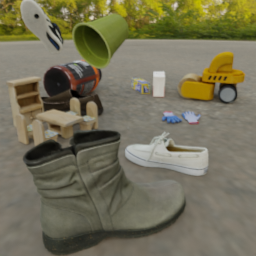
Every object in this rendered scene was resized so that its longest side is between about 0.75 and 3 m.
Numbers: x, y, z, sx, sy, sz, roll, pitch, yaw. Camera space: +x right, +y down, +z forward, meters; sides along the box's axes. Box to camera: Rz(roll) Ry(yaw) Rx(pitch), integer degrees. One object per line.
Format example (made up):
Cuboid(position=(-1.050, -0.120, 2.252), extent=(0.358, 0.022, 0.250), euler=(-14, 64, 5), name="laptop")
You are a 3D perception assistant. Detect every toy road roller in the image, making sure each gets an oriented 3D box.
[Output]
Cuboid(position=(3.497, -2.199, 11.771), extent=(2.613, 1.907, 1.606), euler=(7, 22, 17), name="toy road roller")

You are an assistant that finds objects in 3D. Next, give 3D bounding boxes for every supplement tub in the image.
Cuboid(position=(-2.234, -2.110, 12.148), extent=(1.508, 1.508, 2.821), euler=(9, 22, 23), name="supplement tub")

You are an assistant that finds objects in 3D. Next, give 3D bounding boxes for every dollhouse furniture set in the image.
Cuboid(position=(-2.391, -0.584, 8.253), extent=(2.275, 1.481, 2.090), euler=(15, 26, 33), name="dollhouse furniture set")

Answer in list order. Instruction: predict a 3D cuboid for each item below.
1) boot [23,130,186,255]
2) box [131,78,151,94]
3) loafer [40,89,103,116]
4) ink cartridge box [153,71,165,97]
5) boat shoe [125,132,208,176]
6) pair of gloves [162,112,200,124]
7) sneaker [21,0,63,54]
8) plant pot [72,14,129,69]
Cuboid(position=(-0.157, 0.826, 4.332), extent=(2.612, 1.706, 0.884), euler=(-10, 23, -24), name="boot")
Cuboid(position=(0.579, -1.999, 13.206), extent=(0.456, 0.497, 1.419), euler=(-8, 22, -18), name="box")
Cuboid(position=(-2.104, -0.997, 10.103), extent=(2.502, 0.893, 0.913), euler=(3, 22, 8), name="loafer")
Cuboid(position=(1.391, -2.025, 12.721), extent=(0.526, 0.908, 1.559), euler=(2, 20, 6), name="ink cartridge box")
Cuboid(position=(0.848, 0.473, 6.426), extent=(1.970, 0.840, 0.728), euler=(11, 24, 25), name="boat shoe")
Cuboid(position=(1.812, -0.365, 9.523), extent=(1.369, 0.156, 1.101), euler=(-1, 22, 0), name="pair of gloves")
Cuboid(position=(-3.053, -3.719, 10.011), extent=(0.740, 2.025, 1.133), euler=(-21, 41, 10), name="sneaker")
Cuboid(position=(-0.495, -1.985, 6.089), extent=(1.029, 1.029, 0.977), euler=(17, 50, 37), name="plant pot")
